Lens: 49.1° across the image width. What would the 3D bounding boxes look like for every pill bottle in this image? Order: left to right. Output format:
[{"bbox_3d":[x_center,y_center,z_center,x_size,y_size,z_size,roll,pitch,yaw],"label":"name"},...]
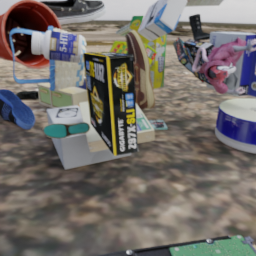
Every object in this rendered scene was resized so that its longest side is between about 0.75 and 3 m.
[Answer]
[{"bbox_3d":[-1.485,-1.710,5.877,0.986,0.590,0.590,4,21,-13],"label":"pill bottle"}]

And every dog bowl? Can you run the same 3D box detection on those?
[{"bbox_3d":[4.314,-0.136,9.372,2.616,1.030,2.616,0,23,0],"label":"dog bowl"}]

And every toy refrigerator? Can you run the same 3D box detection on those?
[{"bbox_3d":[-2.928,-1.327,12.315,2.566,0.974,0.898,20,30,38],"label":"toy refrigerator"}]

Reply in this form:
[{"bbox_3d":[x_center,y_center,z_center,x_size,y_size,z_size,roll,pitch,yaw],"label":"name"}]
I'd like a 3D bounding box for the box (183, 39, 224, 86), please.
[{"bbox_3d":[2.569,-2.227,9.570,0.366,1.475,1.464,-30,29,-2],"label":"box"}]

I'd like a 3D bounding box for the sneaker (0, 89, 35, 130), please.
[{"bbox_3d":[-4.361,-0.532,10.769,0.814,0.904,2.320,-10,45,-46],"label":"sneaker"}]

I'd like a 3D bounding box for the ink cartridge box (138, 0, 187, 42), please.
[{"bbox_3d":[0.749,-2.517,6.396,0.447,0.767,1.061,28,-9,-23],"label":"ink cartridge box"}]

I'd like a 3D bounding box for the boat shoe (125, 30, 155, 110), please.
[{"bbox_3d":[0.156,-1.665,8.423,0.856,2.377,0.858,-15,16,-11],"label":"boat shoe"}]

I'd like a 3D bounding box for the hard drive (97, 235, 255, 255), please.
[{"bbox_3d":[0.945,2.433,3.876,2.634,0.498,1.840,-5,23,-10],"label":"hard drive"}]

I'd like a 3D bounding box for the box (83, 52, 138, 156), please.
[{"bbox_3d":[-0.382,-0.581,5.227,0.492,1.593,1.994,-7,19,-17],"label":"box"}]

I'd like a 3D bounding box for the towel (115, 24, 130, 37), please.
[{"bbox_3d":[0.064,-4.698,13.505,0.963,0.198,1.291,-16,2,28],"label":"towel"}]

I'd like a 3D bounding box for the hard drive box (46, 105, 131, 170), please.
[{"bbox_3d":[-1.313,0.109,8.824,2.023,0.997,2.595,-10,25,-22],"label":"hard drive box"}]

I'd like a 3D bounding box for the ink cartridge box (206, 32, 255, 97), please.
[{"bbox_3d":[3.562,-2.131,9.407,0.414,2.035,2.039,-16,26,-30],"label":"ink cartridge box"}]

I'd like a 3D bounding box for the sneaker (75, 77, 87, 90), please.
[{"bbox_3d":[-1.616,-2.091,14.251,2.708,1.094,1.564,-3,18,-25],"label":"sneaker"}]

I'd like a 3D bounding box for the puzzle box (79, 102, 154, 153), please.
[{"bbox_3d":[-0.409,-0.215,7.362,1.574,0.301,2.366,-10,29,-10],"label":"puzzle box"}]

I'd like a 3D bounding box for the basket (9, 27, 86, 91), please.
[{"bbox_3d":[-2.380,-2.027,8.449,2.129,1.877,1.481,-3,55,-21],"label":"basket"}]

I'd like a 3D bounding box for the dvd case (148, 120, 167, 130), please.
[{"bbox_3d":[1.098,-0.121,10.567,0.603,0.091,0.827,-2,22,-4],"label":"dvd case"}]

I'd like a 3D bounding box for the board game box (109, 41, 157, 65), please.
[{"bbox_3d":[-0.065,-2.461,10.276,0.572,1.221,2.403,27,3,-33],"label":"board game box"}]

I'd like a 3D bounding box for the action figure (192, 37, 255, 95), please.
[{"bbox_3d":[2.443,-1.779,7.497,1.714,1.542,2.301,18,31,19],"label":"action figure"}]

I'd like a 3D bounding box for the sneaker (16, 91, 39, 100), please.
[{"bbox_3d":[-4.741,-1.613,13.729,0.713,0.411,1.368,14,23,41],"label":"sneaker"}]

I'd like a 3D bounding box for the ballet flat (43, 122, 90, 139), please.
[{"bbox_3d":[-1.329,0.056,6.098,1.001,0.338,0.312,-3,0,-13],"label":"ballet flat"}]

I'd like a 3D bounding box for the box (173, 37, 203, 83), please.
[{"bbox_3d":[2.517,-2.789,11.350,1.372,0.379,2.009,35,29,-21],"label":"box"}]

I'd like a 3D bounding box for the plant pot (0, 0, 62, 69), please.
[{"bbox_3d":[-3.801,-3.192,9.872,2.111,2.170,2.170,12,25,42],"label":"plant pot"}]

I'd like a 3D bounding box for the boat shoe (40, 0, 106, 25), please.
[{"bbox_3d":[-2.099,-4.637,10.661,2.758,0.914,0.964,-17,51,-21],"label":"boat shoe"}]

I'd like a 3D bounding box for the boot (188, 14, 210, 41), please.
[{"bbox_3d":[2.625,-3.645,10.122,0.761,0.924,0.303,-10,-8,-13],"label":"boot"}]

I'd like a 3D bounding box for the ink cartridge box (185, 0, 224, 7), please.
[{"bbox_3d":[2.421,-4.612,9.639,1.868,0.441,1.495,1,7,2],"label":"ink cartridge box"}]

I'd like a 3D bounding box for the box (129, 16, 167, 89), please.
[{"bbox_3d":[0.782,-3.225,11.850,0.694,2.867,1.682,-18,27,-38],"label":"box"}]
